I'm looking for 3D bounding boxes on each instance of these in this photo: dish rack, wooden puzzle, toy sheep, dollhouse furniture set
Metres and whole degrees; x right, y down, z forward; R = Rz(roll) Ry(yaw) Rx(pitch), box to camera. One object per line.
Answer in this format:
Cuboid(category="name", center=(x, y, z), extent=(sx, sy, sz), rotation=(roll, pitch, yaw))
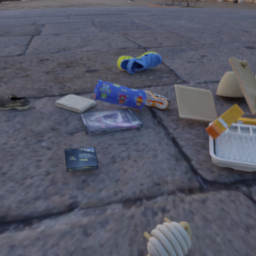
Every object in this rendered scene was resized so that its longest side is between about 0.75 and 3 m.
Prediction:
Cuboid(category="dish rack", center=(3.325, 0.581, 8.319), extent=(1.854, 0.470, 2.161), rotation=(8, 31, 11))
Cuboid(category="wooden puzzle", center=(2.531, -0.879, 10.499), extent=(1.557, 0.313, 1.683), rotation=(7, 52, -15))
Cuboid(category="toy sheep", center=(0.742, 2.207, 5.365), extent=(1.168, 0.806, 0.806), rotation=(-33, 40, -19))
Cuboid(category="dollhouse furniture set", center=(5.839, -2.025, 9.633), extent=(2.793, 2.937, 2.393), rotation=(7, 58, -35))

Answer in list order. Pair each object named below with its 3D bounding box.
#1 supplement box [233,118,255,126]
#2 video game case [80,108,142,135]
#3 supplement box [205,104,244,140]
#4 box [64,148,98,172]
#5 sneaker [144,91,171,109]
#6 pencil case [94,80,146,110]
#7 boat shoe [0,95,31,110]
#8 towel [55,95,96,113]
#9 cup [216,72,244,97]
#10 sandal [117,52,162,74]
Cuboid(category="supplement box", center=(4.049, -0.029, 9.425), extent=(1.641, 0.565, 0.546), rotation=(4, 13, 12))
Cuboid(category="video game case", center=(-0.654, -0.278, 10.334), extent=(2.020, 0.192, 1.443), rotation=(-8, 30, -16))
Cuboid(category="supplement box", center=(2.931, -0.194, 8.453), extent=(1.262, 0.420, 0.434), rotation=(-37, 77, -25))
Cuboid(category="box", center=(-1.322, 0.882, 7.853), extent=(0.880, 0.224, 0.694), rotation=(-2, 44, -15))
Cuboid(category="sneaker", center=(1.141, -1.143, 11.604), extent=(1.468, 0.574, 0.567), rotation=(30, 28, 36))
Cuboid(category="pencil case", center=(-0.315, -1.270, 10.890), extent=(2.057, 0.803, 0.893), rotation=(11, 25, -18))
Cuboid(category="boat shoe", center=(-4.725, -1.085, 11.387), extent=(1.540, 0.564, 0.573), rotation=(1, 29, 1))
Cuboid(category="towel", center=(-2.186, -0.998, 11.576), extent=(1.470, 0.253, 0.974), rotation=(18, 35, 28))
Cuboid(category="cup", center=(4.595, -1.922, 12.143), extent=(1.388, 0.993, 1.388), rotation=(0, 16, 0))
Cuboid(category="sandal", center=(0.716, -3.503, 15.451), extent=(2.483, 0.987, 1.081), rotation=(-15, 36, -10))
